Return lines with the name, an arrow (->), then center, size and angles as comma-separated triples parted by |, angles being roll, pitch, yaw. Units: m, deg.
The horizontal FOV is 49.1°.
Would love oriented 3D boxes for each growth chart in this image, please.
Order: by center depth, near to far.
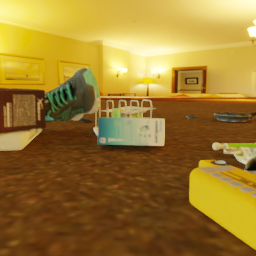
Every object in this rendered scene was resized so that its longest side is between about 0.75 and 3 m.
growth chart -> 2.529, 0.527, 4.306 | 1.622, 0.199, 2.241 | -2, 10, -8

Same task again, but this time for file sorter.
file sorter -> -0.162, -0.311, 7.702 | 1.481, 0.922, 1.028 | -2, 8, -12

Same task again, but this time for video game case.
video game case -> -3.667, 0.151, 6.526 | 2.838, 0.325, 2.583 | -1, 8, -8

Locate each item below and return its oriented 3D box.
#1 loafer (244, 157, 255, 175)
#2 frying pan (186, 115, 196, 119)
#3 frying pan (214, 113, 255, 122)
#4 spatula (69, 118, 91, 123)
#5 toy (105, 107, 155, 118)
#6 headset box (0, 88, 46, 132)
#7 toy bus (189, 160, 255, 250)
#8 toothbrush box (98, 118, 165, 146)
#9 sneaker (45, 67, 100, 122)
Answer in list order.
loafer -> 1.590, 0.527, 3.294 | 0.424, 0.423, 1.213 | -9, 3, 19
frying pan -> 2.646, -0.471, 11.831 | 0.439, 0.118, 0.726 | 1, 6, 1
frying pan -> 4.303, -0.461, 10.901 | 2.231, 0.363, 1.350 | -4, 9, -37
spatula -> -2.046, -0.338, 10.634 | 1.761, 0.181, 0.498 | 7, 12, 38
toy -> 0.070, -0.515, 10.705 | 1.255, 0.514, 2.179 | 7, 8, 29
headset box -> -3.341, -0.424, 6.100 | 2.449, 0.946, 1.822 | -8, 11, -44
toy bus -> 0.991, 0.648, 2.581 | 0.514, 0.427, 1.313 | -4, 9, -19
toothbrush box -> 0.098, 0.074, 5.872 | 1.317, 0.562, 0.964 | 2, 0, 7
sneaker -> -1.639, -0.666, 7.293 | 1.273, 1.083, 2.792 | -16, -9, -30
